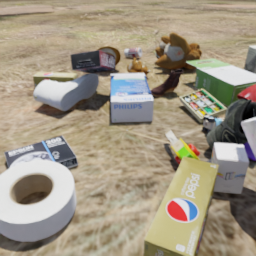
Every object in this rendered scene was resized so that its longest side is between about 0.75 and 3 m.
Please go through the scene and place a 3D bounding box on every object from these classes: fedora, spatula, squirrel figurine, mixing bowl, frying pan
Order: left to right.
[{"bbox_3d":[-0.957,-2.998,12.562,1.424,1.424,0.581,-5,60,-8],"label":"fedora"},{"bbox_3d":[0.475,-2.389,11.975,0.892,0.676,0.955,17,54,-24],"label":"squirrel figurine"},{"bbox_3d":[2.176,-3.288,13.848,1.905,0.310,1.152,33,35,21],"label":"frying pan"},{"bbox_3d":[2.367,-3.545,13.326,2.209,1.563,2.062,16,18,-7],"label":"squirrel figurine"},{"bbox_3d":[2.532,0.719,6.887,2.430,0.250,0.687,-14,28,-22],"label":"spatula"},{"bbox_3d":[4.076,-0.844,8.369,1.417,0.767,1.417,36,9,-7],"label":"mixing bowl"}]

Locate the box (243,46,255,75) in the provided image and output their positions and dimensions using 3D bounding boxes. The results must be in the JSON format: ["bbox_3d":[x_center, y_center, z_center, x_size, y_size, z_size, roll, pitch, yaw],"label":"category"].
[{"bbox_3d":[5.291,-2.738,11.826,0.460,1.345,0.553,-12,32,-19],"label":"box"}]

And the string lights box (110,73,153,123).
[{"bbox_3d":[0.054,-1.119,9.587,1.311,0.752,2.551,-2,30,-3],"label":"string lights box"}]

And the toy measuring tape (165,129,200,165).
[{"bbox_3d":[1.353,0.556,6.917,0.602,0.602,1.636,-5,24,-9],"label":"toy measuring tape"}]

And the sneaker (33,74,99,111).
[{"bbox_3d":[-2.194,-1.474,9.969,1.455,0.927,2.517,16,30,21],"label":"sneaker"}]

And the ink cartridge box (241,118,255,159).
[{"bbox_3d":[2.656,0.631,4.635,0.632,1.800,2.215,-21,-4,14],"label":"ink cartridge box"}]

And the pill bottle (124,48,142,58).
[{"bbox_3d":[0.259,-3.951,14.761,0.850,0.485,0.485,5,29,27],"label":"pill bottle"}]

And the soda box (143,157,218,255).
[{"bbox_3d":[1.018,1.493,4.993,0.742,0.786,2.320,12,32,20],"label":"soda box"}]

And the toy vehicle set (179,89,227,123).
[{"bbox_3d":[2.407,-0.750,9.123,0.896,0.191,1.443,-21,38,-7],"label":"toy vehicle set"}]

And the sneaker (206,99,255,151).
[{"bbox_3d":[3.139,-0.265,7.323,2.464,1.411,0.942,-34,86,-43],"label":"sneaker"}]

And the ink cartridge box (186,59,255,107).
[{"bbox_3d":[3.562,-1.810,10.687,1.503,0.859,2.896,-12,32,-21],"label":"ink cartridge box"}]

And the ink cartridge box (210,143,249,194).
[{"bbox_3d":[2.131,0.856,6.019,0.632,0.873,0.643,4,30,7],"label":"ink cartridge box"}]

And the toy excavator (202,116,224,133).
[{"bbox_3d":[2.590,-0.128,8.221,0.865,0.432,0.841,0,12,-11],"label":"toy excavator"}]

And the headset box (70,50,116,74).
[{"bbox_3d":[-1.208,-2.258,9.657,1.091,0.566,1.466,-3,6,19],"label":"headset box"}]

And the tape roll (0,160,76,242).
[{"bbox_3d":[-1.797,1.329,5.372,1.577,0.552,1.577,1,36,0],"label":"tape roll"}]

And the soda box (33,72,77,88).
[{"bbox_3d":[-2.880,-1.876,11.149,1.628,0.521,0.551,2,28,5],"label":"soda box"}]

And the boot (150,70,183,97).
[{"bbox_3d":[1.401,-1.681,10.290,1.198,0.997,0.434,-16,55,-30],"label":"boot"}]

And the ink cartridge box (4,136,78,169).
[{"bbox_3d":[-2.211,0.658,6.934,1.501,0.329,1.516,-17,33,-26],"label":"ink cartridge box"}]
